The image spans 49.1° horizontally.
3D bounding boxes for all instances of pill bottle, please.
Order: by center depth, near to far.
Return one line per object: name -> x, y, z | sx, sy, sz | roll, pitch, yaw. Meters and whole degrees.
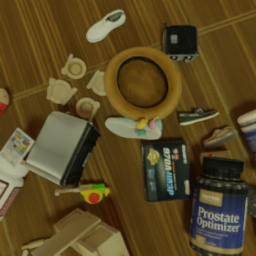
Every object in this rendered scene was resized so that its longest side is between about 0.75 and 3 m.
pill bottle -> 2.818, 2.374, 8.692 | 1.605, 1.605, 2.870 | 5, 88, 1
pill bottle -> -4.226, 1.960, 9.063 | 1.258, 1.258, 2.203 | 30, 83, 4
pill bottle -> 4.655, 0.461, 9.267 | 1.234, 1.234, 2.222 | -24, 87, -3

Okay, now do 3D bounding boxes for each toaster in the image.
toaster -> -1.959, 0.771, 8.849 | 1.373, 2.092, 2.314 | 23, 82, 6
toaster -> 1.829, -3.039, 10.014 | 1.185, 0.778, 1.311 | -2, 82, 0

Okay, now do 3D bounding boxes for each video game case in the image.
video game case -> -3.161, 0.579, 7.931 | 0.681, 0.086, 0.951 | 35, 91, 18

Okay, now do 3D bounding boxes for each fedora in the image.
fedora -> 0.479, -1.404, 9.607 | 2.706, 1.104, 2.706 | 0, 80, 0

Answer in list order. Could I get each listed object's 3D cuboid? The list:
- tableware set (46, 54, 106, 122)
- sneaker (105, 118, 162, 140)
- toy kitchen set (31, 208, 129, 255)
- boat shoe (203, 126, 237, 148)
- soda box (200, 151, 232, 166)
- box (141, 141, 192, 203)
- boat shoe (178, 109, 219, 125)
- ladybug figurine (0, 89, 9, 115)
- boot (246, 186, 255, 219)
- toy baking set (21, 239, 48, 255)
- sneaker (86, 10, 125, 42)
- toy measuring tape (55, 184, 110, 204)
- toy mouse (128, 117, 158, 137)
tableware set -> -1.654, -1.415, 9.905 | 2.227, 0.258, 1.861 | 28, 85, -6
sneaker -> 0.216, -0.127, 9.756 | 1.966, 0.727, 0.805 | 12, 48, 9
toy kitchen set -> -1.359, 4.032, 8.223 | 1.951, 2.391, 2.157 | -30, 110, -33
boat shoe -> 3.145, 0.316, 9.732 | 1.259, 0.477, 0.452 | -21, 53, -8
soda box -> 3.007, 1.041, 9.610 | 1.013, 0.324, 0.343 | -5, 52, 0
box -> 1.285, 1.470, 9.511 | 1.558, 0.451, 1.960 | -4, 84, -1
boat shoe -> 2.464, -0.462, 9.763 | 1.416, 0.508, 0.479 | -13, 90, -2
ladybug figurine -> -4.648, -0.647, 9.563 | 0.557, 1.051, 1.549 | 42, 91, -5
boot -> 4.057, 2.768, 9.220 | 1.671, 0.664, 1.919 | 14, 93, 23
toy baking set -> -3.036, 4.384, 9.259 | 1.652, 0.192, 1.268 | -10, 82, -1
sneaker -> -0.842, -3.778, 10.210 | 1.664, 0.589, 0.608 | -38, 84, -5
toy measuring tape -> -1.491, 2.239, 9.281 | 1.772, 0.652, 0.652 | -4, 82, -11
toy mouse -> 0.583, 0.047, 8.858 | 1.002, 0.890, 0.194 | -28, 53, -1
